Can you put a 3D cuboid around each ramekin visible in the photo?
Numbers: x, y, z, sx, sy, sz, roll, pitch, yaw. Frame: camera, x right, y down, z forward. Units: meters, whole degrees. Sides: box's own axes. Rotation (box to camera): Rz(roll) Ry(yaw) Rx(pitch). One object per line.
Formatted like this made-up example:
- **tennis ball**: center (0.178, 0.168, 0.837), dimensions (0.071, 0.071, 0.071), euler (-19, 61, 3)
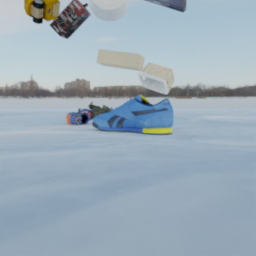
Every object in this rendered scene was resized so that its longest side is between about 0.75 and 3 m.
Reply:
- **ramekin**: center (-0.548, -3.699, 7.920), dimensions (1.165, 1.165, 0.568), euler (0, -5, -3)

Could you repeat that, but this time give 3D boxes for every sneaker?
- **sneaker**: center (0.063, -0.339, 6.910), dimensions (2.331, 0.914, 0.768), euler (2, 7, 37)
- **sneaker**: center (-1.504, -0.323, 9.552), dimensions (0.558, 0.536, 1.422), euler (10, 17, 22)

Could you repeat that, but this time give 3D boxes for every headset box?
- **headset box**: center (-2.100, -4.147, 10.577), dimensions (1.541, 0.578, 1.145), euler (-42, 7, 10)

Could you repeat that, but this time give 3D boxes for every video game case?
- **video game case**: center (0.556, -3.219, 5.419), dimensions (1.304, 0.173, 1.825), euler (29, -23, 24)

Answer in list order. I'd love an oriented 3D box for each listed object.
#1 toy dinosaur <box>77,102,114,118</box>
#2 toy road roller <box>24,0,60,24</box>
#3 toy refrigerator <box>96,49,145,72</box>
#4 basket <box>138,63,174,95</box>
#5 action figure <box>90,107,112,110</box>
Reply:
- **toy dinosaur**: center (-1.636, -0.742, 13.062), dimensions (1.309, 0.705, 2.970), euler (18, 18, 39)
- **toy road roller**: center (-2.526, -3.499, 8.062), dimensions (0.737, 0.620, 1.009), euler (36, 44, 15)
- **toy refrigerator**: center (-0.245, -2.208, 9.057), dimensions (1.446, 0.506, 0.549), euler (12, 5, 22)
- **basket**: center (1.258, -2.191, 12.237), dimensions (1.357, 0.837, 0.920), euler (23, -21, 29)
- **action figure**: center (-1.519, -0.783, 14.303), dimensions (1.373, 0.636, 2.324), euler (5, 9, 17)
